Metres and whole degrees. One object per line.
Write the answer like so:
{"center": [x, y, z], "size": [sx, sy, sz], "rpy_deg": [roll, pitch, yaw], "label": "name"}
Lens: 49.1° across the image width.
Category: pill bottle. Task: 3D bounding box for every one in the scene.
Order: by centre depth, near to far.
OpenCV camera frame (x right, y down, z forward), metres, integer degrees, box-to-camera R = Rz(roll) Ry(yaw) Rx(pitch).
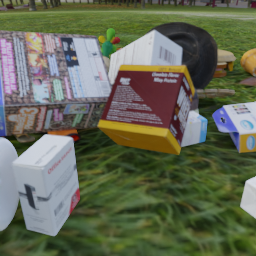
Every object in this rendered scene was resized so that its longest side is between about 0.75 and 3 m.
{"center": [-3.184, 0.883, 4.209], "size": [2.692, 1.430, 1.430], "rpy_deg": [-2, 27, -2], "label": "pill bottle"}

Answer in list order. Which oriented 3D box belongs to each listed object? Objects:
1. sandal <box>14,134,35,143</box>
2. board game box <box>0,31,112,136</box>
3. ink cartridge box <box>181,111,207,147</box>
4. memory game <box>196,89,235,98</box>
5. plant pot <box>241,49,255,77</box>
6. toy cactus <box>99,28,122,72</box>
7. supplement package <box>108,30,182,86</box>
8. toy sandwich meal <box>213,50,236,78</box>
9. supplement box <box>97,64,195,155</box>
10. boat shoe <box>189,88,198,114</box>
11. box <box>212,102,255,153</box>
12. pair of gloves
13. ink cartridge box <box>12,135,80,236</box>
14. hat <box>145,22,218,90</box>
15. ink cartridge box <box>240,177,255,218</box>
{"center": [-2.614, 0.160, 6.933], "size": [0.337, 0.226, 0.838], "rpy_deg": [-23, 35, -38], "label": "sandal"}
{"center": [-1.900, -1.081, 6.730], "size": [2.617, 1.267, 2.086], "rpy_deg": [-5, 61, -23], "label": "board game box"}
{"center": [1.323, 0.036, 6.768], "size": [0.946, 0.592, 0.608], "rpy_deg": [-11, 29, -21], "label": "ink cartridge box"}
{"center": [2.358, -1.032, 8.615], "size": [1.773, 0.113, 1.773], "rpy_deg": [-1, 0, 0], "label": "memory game"}
{"center": [5.390, -2.646, 11.781], "size": [1.005, 1.005, 0.920], "rpy_deg": [0, 43, -1], "label": "plant pot"}
{"center": [-0.803, -2.299, 9.818], "size": [1.094, 2.139, 1.765], "rpy_deg": [24, 26, -20], "label": "toy cactus"}
{"center": [0.450, -1.813, 8.493], "size": [1.188, 1.192, 2.033], "rpy_deg": [18, -19, -35], "label": "supplement package"}
{"center": [3.548, -2.914, 12.392], "size": [2.540, 0.870, 2.540], "rpy_deg": [2, 24, -1], "label": "toy sandwich meal"}
{"center": [0.447, -0.423, 6.016], "size": [1.529, 1.029, 1.550], "rpy_deg": [8, 70, 28], "label": "supplement box"}
{"center": [0.456, -0.783, 7.806], "size": [2.981, 0.980, 1.065], "rpy_deg": [5, 18, 14], "label": "boat shoe"}
{"center": [3.604, -0.126, 6.839], "size": [2.840, 0.589, 1.690], "rpy_deg": [-8, 25, 9], "label": "box"}
{"center": [-2.805, -0.133, 7.361], "size": [2.914, 0.360, 2.596], "rpy_deg": [-9, 28, -17], "label": "pair of gloves"}
{"center": [-1.226, 0.863, 4.399], "size": [0.529, 1.263, 0.912], "rpy_deg": [8, 28, 15], "label": "ink cartridge box"}
{"center": [1.504, -2.461, 9.333], "size": [2.916, 2.916, 1.176], "rpy_deg": [9, -3, 17], "label": "hat"}
{"center": [2.921, 1.103, 4.675], "size": [1.753, 0.592, 1.021], "rpy_deg": [-15, 30, -24], "label": "ink cartridge box"}
